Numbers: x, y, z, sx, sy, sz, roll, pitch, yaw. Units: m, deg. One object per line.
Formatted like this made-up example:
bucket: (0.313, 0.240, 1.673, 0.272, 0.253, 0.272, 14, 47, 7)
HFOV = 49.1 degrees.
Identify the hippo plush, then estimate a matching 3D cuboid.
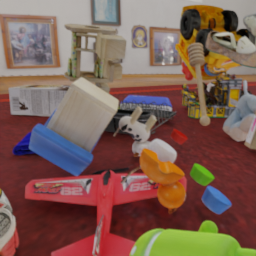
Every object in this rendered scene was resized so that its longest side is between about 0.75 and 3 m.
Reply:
hippo plush: (3.474, -0.134, 7.428, 1.397, 1.384, 1.738, 28, 23, -10)

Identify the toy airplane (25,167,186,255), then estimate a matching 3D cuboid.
toy airplane: (-0.264, 1.009, 3.592, 2.283, 0.420, 2.283, -2, 14, 1)

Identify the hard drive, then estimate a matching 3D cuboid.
hard drive: (0.790, -1.014, 11.733, 1.916, 0.368, 2.904, 4, 12, 5)

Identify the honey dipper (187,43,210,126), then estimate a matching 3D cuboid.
honey dipper: (2.227, -1.357, 8.782, 0.510, 2.685, 0.510, -2, -15, 0)

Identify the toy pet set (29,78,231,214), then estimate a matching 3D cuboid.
toy pet set: (-0.223, 0.508, 4.738, 2.677, 1.522, 2.867, 32, 13, -8)

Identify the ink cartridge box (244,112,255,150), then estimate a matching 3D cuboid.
ink cartridge box: (3.081, 0.101, 6.215, 0.693, 0.841, 0.316, 13, 13, -5)

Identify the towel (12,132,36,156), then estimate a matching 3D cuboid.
towel: (-2.110, 0.302, 6.752, 0.978, 0.328, 1.325, 0, 13, -5)

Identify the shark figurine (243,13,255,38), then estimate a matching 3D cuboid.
shark figurine: (3.165, -0.677, 4.749, 1.745, 2.921, 1.219, -1, 22, 45)

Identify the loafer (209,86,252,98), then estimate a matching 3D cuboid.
loafer: (5.367, -1.859, 14.683, 2.337, 0.834, 0.853, 0, 13, 1)

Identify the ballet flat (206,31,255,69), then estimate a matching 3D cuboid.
ballet flat: (2.414, -1.832, 6.361, 0.544, 0.537, 1.597, -34, 47, -24)

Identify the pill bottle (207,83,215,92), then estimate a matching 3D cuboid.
pill bottle: (5.321, -2.276, 16.474, 1.474, 0.816, 0.816, -12, 18, -37)

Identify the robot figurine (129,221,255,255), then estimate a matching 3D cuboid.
robot figurine: (0.483, 1.171, 2.227, 1.139, 0.659, 0.999, -9, 6, 37)

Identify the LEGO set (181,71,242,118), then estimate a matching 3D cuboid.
LEGO set: (3.196, -1.497, 10.996, 2.254, 1.698, 2.931, 4, 18, 11)

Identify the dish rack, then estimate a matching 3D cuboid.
dish rack: (0.265, -0.460, 8.905, 2.090, 0.743, 2.724, 9, 20, 30)

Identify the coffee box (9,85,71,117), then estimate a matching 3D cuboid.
coffee box: (-2.989, -1.103, 10.995, 2.712, 1.082, 1.533, 2, 14, 9)

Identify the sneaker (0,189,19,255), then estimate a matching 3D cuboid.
sneaker: (-2.204, 1.016, 2.568, 2.169, 0.891, 0.844, -9, 16, -31)

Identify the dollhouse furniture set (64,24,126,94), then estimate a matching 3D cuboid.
dollhouse furniture set: (-0.954, -1.287, 7.039, 1.243, 2.236, 1.978, -1, 27, -15)

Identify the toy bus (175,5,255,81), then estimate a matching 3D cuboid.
toy bus: (2.978, -2.807, 10.655, 2.004, 2.835, 2.953, -4, 49, -17)

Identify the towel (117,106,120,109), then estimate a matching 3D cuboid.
towel: (-0.161, -0.557, 10.591, 1.054, 0.221, 2.449, -7, 15, -31)
